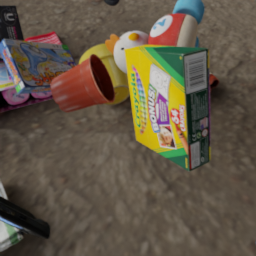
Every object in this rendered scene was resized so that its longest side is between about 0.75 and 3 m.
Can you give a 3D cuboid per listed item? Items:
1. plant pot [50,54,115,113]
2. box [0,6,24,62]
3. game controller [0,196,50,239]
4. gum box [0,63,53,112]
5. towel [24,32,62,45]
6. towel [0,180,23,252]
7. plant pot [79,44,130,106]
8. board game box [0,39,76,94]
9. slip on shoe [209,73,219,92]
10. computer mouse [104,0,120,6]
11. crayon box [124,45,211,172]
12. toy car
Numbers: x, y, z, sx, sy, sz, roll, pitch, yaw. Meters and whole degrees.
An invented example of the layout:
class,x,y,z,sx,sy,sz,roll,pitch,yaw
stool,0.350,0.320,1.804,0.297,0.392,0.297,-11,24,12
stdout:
class,x,y,z,sx,sy,sz,roll,pitch,yaw
plant pot,-0.850,-0.743,5.130,0.903,0.928,0.928,-19,45,17
box,-4.941,-3.078,9.635,2.648,1.750,1.519,6,24,39
game controller,-1.905,1.101,3.873,0.944,1.810,0.381,3,57,48
gum box,-3.910,-1.458,9.462,2.694,0.891,1.529,-17,49,-15
towel,-3.419,-3.330,11.642,1.438,0.224,1.988,-20,51,-16
towel,-3.925,2.458,6.198,2.775,0.426,2.070,-28,43,-20
plant pot,-0.647,-1.668,9.304,1.636,1.636,1.539,-16,64,-14
board game box,-2.106,-1.535,7.093,1.913,0.330,1.295,-16,78,-53
slip on shoe,2.522,-1.310,9.546,0.560,0.678,1.831,35,52,23
computer mouse,-0.297,-3.889,6.991,0.524,0.304,1.787,12,86,-5
crayon box,0.563,-0.372,4.226,0.475,1.628,1.405,-19,25,-26
toy car,0.455,-2.022,7.242,2.438,2.156,2.247,14,66,13
